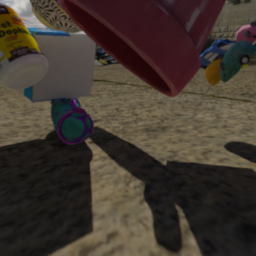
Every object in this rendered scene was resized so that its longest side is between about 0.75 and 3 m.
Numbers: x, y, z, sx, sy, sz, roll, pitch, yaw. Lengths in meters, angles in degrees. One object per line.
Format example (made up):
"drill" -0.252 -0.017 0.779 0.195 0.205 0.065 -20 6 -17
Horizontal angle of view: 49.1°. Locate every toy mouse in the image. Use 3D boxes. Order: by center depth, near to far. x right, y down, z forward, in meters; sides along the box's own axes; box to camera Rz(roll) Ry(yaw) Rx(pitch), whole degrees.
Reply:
"toy mouse" 2.455 -1.755 6.199 0.455 2.353 2.091 39 -20 -1

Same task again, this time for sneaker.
"sneaker" 3.066 -2.449 9.466 0.854 0.950 2.311 7 3 -33

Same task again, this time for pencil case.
"pencil case" -1.735 -0.328 8.350 1.014 1.101 2.383 18 10 -24

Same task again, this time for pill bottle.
"pill bottle" -2.885 -2.040 6.566 1.175 2.150 1.175 -34 -9 -6

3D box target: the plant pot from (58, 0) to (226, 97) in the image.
"plant pot" 0.423 -1.797 3.883 2.118 1.895 2.118 38 3 -2

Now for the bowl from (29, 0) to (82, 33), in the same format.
"bowl" -1.645 -2.950 6.638 0.952 2.028 2.028 -33 -4 33

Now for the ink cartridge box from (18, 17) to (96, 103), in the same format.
"ink cartridge box" -2.592 -2.224 8.659 1.973 1.939 2.680 -14 34 -40

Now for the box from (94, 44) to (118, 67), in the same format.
"box" -0.402 -3.835 11.204 0.615 2.675 2.126 30 -15 -36
